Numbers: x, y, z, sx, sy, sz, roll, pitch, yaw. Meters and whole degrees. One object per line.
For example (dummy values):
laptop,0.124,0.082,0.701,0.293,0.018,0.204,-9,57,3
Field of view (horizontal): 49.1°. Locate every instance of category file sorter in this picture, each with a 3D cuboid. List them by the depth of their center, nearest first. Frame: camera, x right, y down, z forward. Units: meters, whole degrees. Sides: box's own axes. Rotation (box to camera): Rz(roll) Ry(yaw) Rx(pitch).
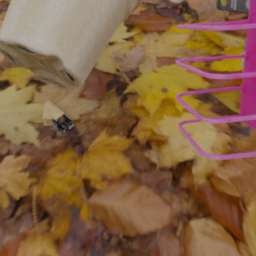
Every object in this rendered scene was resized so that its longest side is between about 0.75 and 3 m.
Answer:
file sorter,1.589,-0.939,4.151,1.524,2.430,1.689,-6,21,-5

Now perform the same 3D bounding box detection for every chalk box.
chalk box,3.036,-3.787,7.384,1.752,1.090,1.084,28,57,32

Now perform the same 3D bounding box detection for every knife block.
knife block,-1.873,-0.324,7.617,0.818,0.298,0.932,-1,53,-2

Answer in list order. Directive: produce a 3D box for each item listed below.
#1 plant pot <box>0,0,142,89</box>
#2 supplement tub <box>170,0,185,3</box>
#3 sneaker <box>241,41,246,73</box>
plant pot,-1.273,-2.182,5.532,2.571,2.571,2.353,19,77,14
supplement tub,1.426,-3.454,6.695,0.969,0.699,0.699,-30,59,-24
sneaker,3.145,-2.336,6.173,1.005,2.670,1.177,12,45,-2
